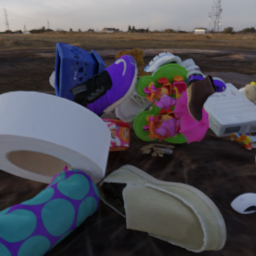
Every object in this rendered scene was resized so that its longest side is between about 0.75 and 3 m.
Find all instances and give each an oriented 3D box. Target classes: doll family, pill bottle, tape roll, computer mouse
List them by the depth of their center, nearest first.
[{"bbox_3d":[-1.784,0.397,6.175,2.781,2.781,0.973,3,60,9],"label":"tape roll"},{"bbox_3d":[2.921,1.622,6.299,1.276,0.280,0.699,-7,23,-19],"label":"computer mouse"},{"bbox_3d":[3.842,0.333,9.401,0.693,0.503,1.116,-2,21,-5],"label":"doll family"},{"bbox_3d":[2.310,-1.756,9.936,0.686,1.253,0.686,-24,-13,-6],"label":"pill bottle"},{"bbox_3d":[-2.226,-1.534,11.944,2.224,1.260,1.260,44,36,14],"label":"pill bottle"}]

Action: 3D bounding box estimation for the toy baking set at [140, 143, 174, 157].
[{"bbox_3d":[0.937,0.713,8.976,1.076,0.125,0.826,-19,31,-40],"label":"toy baking set"}]

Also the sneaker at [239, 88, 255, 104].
[{"bbox_3d":[6.563,-1.428,13.547,2.418,0.891,1.398,6,18,12],"label":"sneaker"}]

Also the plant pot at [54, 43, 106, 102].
[{"bbox_3d":[-1.792,-1.958,10.314,1.624,1.807,1.807,0,31,-20],"label":"plant pot"}]

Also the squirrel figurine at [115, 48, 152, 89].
[{"bbox_3d":[0.128,-1.726,8.293,1.149,1.231,0.871,24,32,38],"label":"squirrel figurine"}]

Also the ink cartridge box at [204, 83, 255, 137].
[{"bbox_3d":[3.887,-0.790,11.196,2.189,0.768,2.693,-7,36,-17],"label":"ink cartridge box"}]

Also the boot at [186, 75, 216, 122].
[{"bbox_3d":[1.546,-0.604,5.830,0.300,0.830,0.690,-5,-14,-32],"label":"boot"}]

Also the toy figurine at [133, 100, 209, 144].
[{"bbox_3d":[1.390,-0.187,8.402,2.494,1.873,2.296,-17,6,1],"label":"toy figurine"}]

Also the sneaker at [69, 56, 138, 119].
[{"bbox_3d":[-0.877,-1.009,7.835,1.323,2.661,0.925,7,50,-42],"label":"sneaker"}]

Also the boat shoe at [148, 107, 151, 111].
[{"bbox_3d":[2.031,-0.594,11.372,2.661,0.957,0.862,-4,13,-13],"label":"boat shoe"}]

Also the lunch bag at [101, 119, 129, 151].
[{"bbox_3d":[-1.100,0.308,8.443,2.230,0.914,1.964,1,-9,-7],"label":"lunch bag"}]

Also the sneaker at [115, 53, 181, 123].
[{"bbox_3d":[0.649,-1.351,9.316,1.105,2.949,1.278,39,3,-15],"label":"sneaker"}]

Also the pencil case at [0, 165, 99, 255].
[{"bbox_3d":[-1.694,1.668,4.977,1.180,1.087,2.554,44,36,15],"label":"pencil case"}]

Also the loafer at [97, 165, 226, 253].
[{"bbox_3d":[0.441,1.577,5.405,1.019,1.129,2.983,-17,17,-35],"label":"loafer"}]

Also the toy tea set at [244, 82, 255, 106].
[{"bbox_3d":[5.701,-0.798,10.742,1.050,1.688,2.838,-15,23,-11],"label":"toy tea set"}]

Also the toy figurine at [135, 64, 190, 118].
[{"bbox_3d":[1.061,-0.836,7.259,1.573,1.181,1.448,-6,33,-4],"label":"toy figurine"}]

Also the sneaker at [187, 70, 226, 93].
[{"bbox_3d":[2.179,-1.077,7.662,1.298,0.451,0.645,13,52,-24],"label":"sneaker"}]
